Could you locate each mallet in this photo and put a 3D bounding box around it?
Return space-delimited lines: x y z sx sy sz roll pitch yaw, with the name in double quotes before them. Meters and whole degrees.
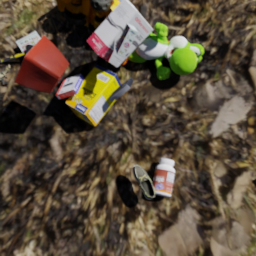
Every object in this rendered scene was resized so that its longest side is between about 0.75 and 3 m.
"mallet" -3.925 -2.589 9.885 1.430 0.294 0.471 -5 76 20

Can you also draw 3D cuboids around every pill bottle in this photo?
"pill bottle" 1.108 1.543 8.716 0.621 0.621 1.107 12 74 3

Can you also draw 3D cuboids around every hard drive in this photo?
"hard drive" -0.212 -1.167 8.627 0.182 0.862 0.581 45 37 -16

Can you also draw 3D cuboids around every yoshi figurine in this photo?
"yoshi figurine" 1.094 -2.524 9.433 2.967 1.668 1.661 8 83 0

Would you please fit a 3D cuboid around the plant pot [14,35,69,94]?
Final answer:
"plant pot" -2.236 -1.581 7.509 0.949 1.076 1.077 32 46 -16

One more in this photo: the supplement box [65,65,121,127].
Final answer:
"supplement box" -1.069 -1.053 9.197 0.909 0.904 1.660 30 75 26

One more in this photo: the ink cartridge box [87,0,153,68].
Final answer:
"ink cartridge box" -0.217 -2.791 8.412 1.664 1.208 0.694 -44 66 15

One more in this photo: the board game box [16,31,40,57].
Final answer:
"board game box" -3.376 -2.800 10.080 0.831 0.362 1.127 -32 78 -9

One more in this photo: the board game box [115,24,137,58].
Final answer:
"board game box" -0.062 -2.312 7.413 0.241 0.554 0.751 19 117 -20

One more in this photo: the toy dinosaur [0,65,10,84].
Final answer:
"toy dinosaur" -4.564 -1.688 9.809 1.253 0.297 0.552 -36 63 -9

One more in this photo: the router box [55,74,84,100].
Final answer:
"router box" -1.842 -1.303 8.884 0.725 0.197 0.808 -13 41 27

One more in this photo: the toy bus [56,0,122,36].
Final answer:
"toy bus" -0.991 -4.706 10.109 2.489 1.689 2.390 36 61 7

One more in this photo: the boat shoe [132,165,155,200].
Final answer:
"boat shoe" 0.477 1.559 8.182 0.390 0.326 1.090 -24 79 -17
